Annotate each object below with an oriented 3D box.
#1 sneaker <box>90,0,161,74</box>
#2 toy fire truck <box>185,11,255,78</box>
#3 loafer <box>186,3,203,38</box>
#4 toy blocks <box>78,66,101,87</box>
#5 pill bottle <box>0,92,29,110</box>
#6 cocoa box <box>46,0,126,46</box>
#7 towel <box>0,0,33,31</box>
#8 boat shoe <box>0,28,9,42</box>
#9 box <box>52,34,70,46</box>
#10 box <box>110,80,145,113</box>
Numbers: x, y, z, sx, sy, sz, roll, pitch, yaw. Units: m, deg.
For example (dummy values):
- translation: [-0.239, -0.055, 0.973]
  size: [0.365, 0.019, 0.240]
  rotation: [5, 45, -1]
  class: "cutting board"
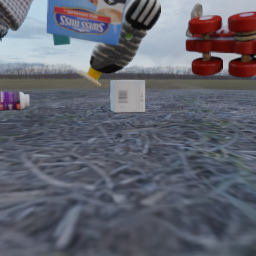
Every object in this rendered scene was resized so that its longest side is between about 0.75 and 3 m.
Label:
- translation: [-0.107, -2.836, 7.728]
  size: [1.060, 1.631, 2.825]
  rotation: [21, -38, -29]
  class: "sneaker"
- translation: [3.068, -2.545, 7.951]
  size: [2.692, 1.510, 2.261]
  rotation: [13, 37, 39]
  class: "toy fire truck"
- translation: [2.578, -4.029, 10.638]
  size: [0.456, 1.269, 0.399]
  rotation: [2, 33, -21]
  class: "loafer"
- translation: [-0.677, -2.561, 9.369]
  size: [0.850, 2.341, 1.951]
  rotation: [34, 3, -12]
  class: "toy blocks"
- translation: [-5.583, -1.309, 13.540]
  size: [1.506, 0.847, 0.847]
  rotation: [-3, 10, -20]
  class: "pill bottle"
- translation: [-0.562, -1.902, 4.009]
  size: [0.980, 0.965, 1.470]
  rotation: [8, 31, -11]
  class: "cocoa box"
- translation: [-2.637, -3.145, 5.652]
  size: [0.794, 1.536, 1.855]
  rotation: [10, -19, 20]
  class: "towel"
- translation: [-3.394, -2.508, 6.833]
  size: [0.983, 2.741, 0.929]
  rotation: [10, -27, 0]
  class: "boat shoe"
- translation: [-2.219, -3.784, 8.832]
  size: [0.561, 0.939, 2.282]
  rotation: [-9, -28, -13]
  class: "box"
- translation: [-0.021, -1.432, 12.582]
  size: [1.420, 1.412, 0.928]
  rotation: [-3, 10, -15]
  class: "box"
